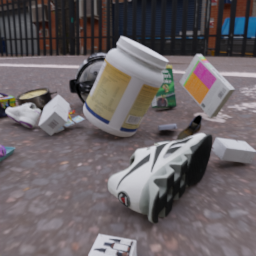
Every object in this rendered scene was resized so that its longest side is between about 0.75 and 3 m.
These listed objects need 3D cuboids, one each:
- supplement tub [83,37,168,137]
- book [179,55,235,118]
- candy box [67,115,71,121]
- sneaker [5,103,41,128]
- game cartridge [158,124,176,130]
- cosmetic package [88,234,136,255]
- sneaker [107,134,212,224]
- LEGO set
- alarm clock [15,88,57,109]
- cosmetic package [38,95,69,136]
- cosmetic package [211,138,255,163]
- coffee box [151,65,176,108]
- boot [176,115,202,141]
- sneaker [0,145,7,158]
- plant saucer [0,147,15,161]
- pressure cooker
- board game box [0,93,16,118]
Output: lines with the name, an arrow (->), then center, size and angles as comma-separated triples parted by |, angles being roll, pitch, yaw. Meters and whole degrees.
supplement tub -> -0.072, -1.207, 8.386 | 1.828, 2.532, 1.828 | 25, 20, -10
book -> 2.902, -1.589, 10.504 | 0.495, 1.376, 2.060 | -9, 52, -29
candy box -> -2.320, -0.315, 10.123 | 0.466, 0.120, 0.912 | -8, 21, -16
sneaker -> -3.526, -0.494, 9.512 | 1.582, 0.788, 0.592 | 18, -19, 35
game cartridge -> 1.217, -0.020, 8.725 | 0.566, 0.174, 0.850 | -10, -2, 11
cosmetic package -> -0.303, 1.812, 3.224 | 0.551, 0.338, 1.335 | 3, 18, 13
sneaker -> 0.746, 0.667, 5.569 | 1.267, 1.061, 2.863 | 16, 23, 35
LEGO set -> -2.263, -0.354, 9.554 | 1.055, 0.347, 1.412 | -28, 30, -24
alarm clock -> -4.052, -1.153, 11.653 | 2.004, 0.667, 1.351 | 1, 27, 18
cosmetic package -> -2.336, -0.431, 8.923 | 0.745, 0.535, 1.319 | -39, 29, 11
cosmetic package -> 2.472, 0.534, 6.576 | 0.873, 0.354, 0.492 | 9, 25, -22
coffee box -> 1.414, -1.722, 11.630 | 1.098, 1.786, 0.393 | -3, -4, -33
boot -> 1.703, 0.059, 7.843 | 0.407, 0.528, 1.089 | 34, 57, 23
sneaker -> -2.982, 0.566, 6.313 | 0.439, 0.400, 0.994 | -5, 7, -21
plant saucer -> -3.398, 0.818, 6.598 | 0.601, 0.163, 1.719 | 4, 19, 11
pressure cooker -> -1.054, -1.825, 11.508 | 2.199, 2.233, 2.500 | -45, 19, 6
board game box -> -5.927, -0.768, 10.557 | 2.610, 0.740, 2.158 | -16, 22, -41
